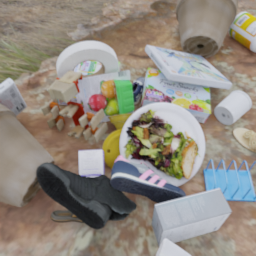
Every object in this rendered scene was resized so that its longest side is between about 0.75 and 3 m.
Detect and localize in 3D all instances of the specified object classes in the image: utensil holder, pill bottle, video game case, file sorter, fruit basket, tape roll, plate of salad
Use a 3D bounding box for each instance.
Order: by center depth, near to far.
[{"bbox_3d":[3.350,1.645,9.001,1.557,0.956,1.081,2,52,2],"label":"file sorter"},{"bbox_3d":[1.158,0.574,9.187,2.887,0.693,2.887,0,86,-4],"label":"plate of salad"},{"bbox_3d":[-4.584,-0.464,9.547,0.288,2.431,2.213,45,73,3],"label":"video game case"},{"bbox_3d":[-1.488,-2.208,10.453,2.330,2.330,0.426,-12,61,-9],"label":"tape roll"},{"bbox_3d":[-0.870,-1.124,10.624,2.109,1.954,0.989,-10,30,-3],"label":"fruit basket"},{"bbox_3d":[4.042,-0.767,10.874,1.122,0.954,0.954,-36,61,-21],"label":"utensil holder"},{"bbox_3d":[2.444,-2.554,11.663,2.941,0.324,2.681,4,36,-24],"label":"video game case"},{"bbox_3d":[6.097,-4.462,13.474,1.292,1.292,2.326,-26,57,-19],"label":"pill bottle"}]

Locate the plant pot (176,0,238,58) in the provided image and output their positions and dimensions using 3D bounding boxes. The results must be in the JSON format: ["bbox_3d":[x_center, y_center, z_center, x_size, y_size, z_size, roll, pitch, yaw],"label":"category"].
[{"bbox_3d":[3.529,-4.729,13.046,2.848,2.848,2.472,10,69,7],"label":"plant pot"}]

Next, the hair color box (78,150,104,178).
[{"bbox_3d":[-1.173,1.464,9.083,0.797,0.473,1.459,-3,78,-2],"label":"hair color box"}]

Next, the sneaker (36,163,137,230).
[{"bbox_3d":[-1.156,1.816,8.131,2.901,0.871,1.513,40,31,3],"label":"sneaker"}]

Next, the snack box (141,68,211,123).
[{"bbox_3d":[1.918,-1.322,11.239,2.608,0.691,1.855,12,52,-3],"label":"snack box"}]

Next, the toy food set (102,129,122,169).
[{"bbox_3d":[0.372,0.676,9.895,2.569,0.839,1.511,-14,87,-4],"label":"toy food set"}]

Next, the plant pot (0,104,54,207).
[{"bbox_3d":[-3.796,1.058,8.597,2.510,2.893,2.893,33,57,2],"label":"plant pot"}]

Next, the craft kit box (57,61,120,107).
[{"bbox_3d":[-1.659,-1.958,12.044,2.422,0.595,2.452,3,53,6],"label":"craft kit box"}]

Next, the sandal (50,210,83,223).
[{"bbox_3d":[-1.441,2.505,8.426,1.759,0.719,0.480,0,95,0],"label":"sandal"}]

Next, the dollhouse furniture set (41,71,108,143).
[{"bbox_3d":[-1.900,-0.757,10.007,2.247,2.223,1.158,15,48,26],"label":"dollhouse furniture set"}]

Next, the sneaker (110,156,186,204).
[{"bbox_3d":[0.698,1.577,8.609,2.575,0.903,1.056,25,41,-21],"label":"sneaker"}]

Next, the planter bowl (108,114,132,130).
[{"bbox_3d":[0.002,-0.147,10.379,1.474,1.474,0.614,-4,86,-3],"label":"planter bowl"}]

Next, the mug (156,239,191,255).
[{"bbox_3d":[1.309,4.347,6.307,2.286,2.230,2.784,23,78,12],"label":"mug"}]

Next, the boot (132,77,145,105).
[{"bbox_3d":[0.426,-1.750,11.755,0.578,0.718,1.589,12,53,9],"label":"boot"}]

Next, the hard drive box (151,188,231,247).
[{"bbox_3d":[1.711,2.569,7.944,1.923,1.499,0.739,-11,53,-9],"label":"hard drive box"}]

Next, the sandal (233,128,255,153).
[{"bbox_3d":[4.819,0.576,9.934,0.854,0.766,2.330,-27,57,-20],"label":"sandal"}]
